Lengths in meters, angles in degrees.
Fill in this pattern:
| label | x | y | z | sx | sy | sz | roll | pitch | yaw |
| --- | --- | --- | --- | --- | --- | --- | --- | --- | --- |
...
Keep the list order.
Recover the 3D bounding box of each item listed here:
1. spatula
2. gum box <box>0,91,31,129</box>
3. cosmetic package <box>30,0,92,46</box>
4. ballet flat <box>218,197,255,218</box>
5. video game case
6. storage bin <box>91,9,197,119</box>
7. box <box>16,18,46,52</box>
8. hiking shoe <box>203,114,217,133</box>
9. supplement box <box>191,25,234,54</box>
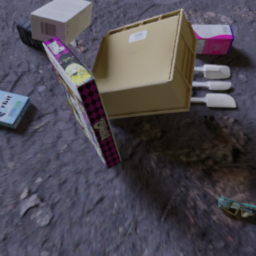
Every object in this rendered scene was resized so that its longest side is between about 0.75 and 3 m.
| label | x | y | z | sx | sy | sz | roll | pitch | yaw |
| --- | --- | --- | --- | --- | --- | --- | --- | --- | --- |
| spatula | 2.390 | -1.612 | 10.317 | 2.879 | 0.231 | 2.002 | 2 | 63 | 2 |
| gum box | -4.259 | -0.669 | 9.631 | 1.381 | 0.308 | 1.174 | 13 | 59 | 8 |
| cosmetic package | -2.077 | -3.504 | 9.047 | 1.133 | 0.796 | 2.233 | 16 | 41 | 6 |
| ballet flat | 3.106 | 2.260 | 7.798 | 1.211 | 0.450 | 0.450 | 14 | 59 | 11 |
| video game case | -1.226 | -0.658 | 7.616 | 0.521 | 2.907 | 2.635 | -28 | 47 | -13 |
| storage bin | 0.452 | -1.974 | 8.900 | 2.954 | 1.384 | 2.933 | -5 | 58 | 32 |
| box | -3.744 | -3.711 | 11.213 | 1.175 | 0.869 | 0.613 | 27 | 61 | 15 |
| hiking shoe | 2.723 | -0.123 | 9.338 | 0.394 | 0.296 | 0.783 | -8 | 49 | 5 |
| supplement box | 3.201 | -3.493 | 11.091 | 1.626 | 0.840 | 0.823 | 1 | 59 | -1 |
